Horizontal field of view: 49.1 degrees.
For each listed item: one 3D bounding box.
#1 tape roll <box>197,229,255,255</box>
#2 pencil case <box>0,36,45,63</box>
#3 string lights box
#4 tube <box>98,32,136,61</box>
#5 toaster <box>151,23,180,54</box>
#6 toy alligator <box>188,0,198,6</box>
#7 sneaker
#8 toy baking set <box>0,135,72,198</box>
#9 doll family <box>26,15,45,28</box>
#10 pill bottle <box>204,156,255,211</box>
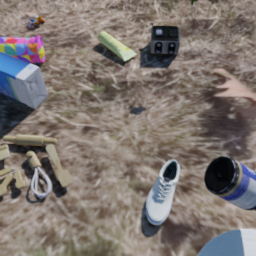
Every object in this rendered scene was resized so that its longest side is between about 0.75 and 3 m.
[{"bbox_3d":[2.726,3.844,6.014,3.034,1.061,3.034,0,52,0],"label":"tape roll"},{"bbox_3d":[-4.761,-3.192,11.395,2.646,1.169,1.169,1,53,-1],"label":"pencil case"},{"bbox_3d":[-4.393,-1.874,10.149,2.798,1.438,0.825,24,56,17],"label":"string lights box"},{"bbox_3d":[-0.524,-3.506,12.050,1.865,0.484,0.541,42,101,22],"label":"tube"},{"bbox_3d":[1.552,-3.808,12.032,1.228,0.806,1.358,2,53,2],"label":"toaster"},{"bbox_3d":[2.241,-4.758,9.635,0.340,0.247,1.026,-6,94,-22],"label":"toy alligator"},{"bbox_3d":[0.966,1.722,7.874,0.709,0.687,1.942,14,54,10],"label":"sneaker"},{"bbox_3d":[-3.031,1.129,8.608,2.789,0.324,2.140,0,55,0],"label":"toy baking set"},{"bbox_3d":[-4.375,-5.068,13.242,0.568,0.412,0.915,38,61,25],"label":"doll family"},{"bbox_3d":[2.421,1.256,5.978,1.505,0.842,0.842,29,48,-25],"label":"pill bottle"}]
